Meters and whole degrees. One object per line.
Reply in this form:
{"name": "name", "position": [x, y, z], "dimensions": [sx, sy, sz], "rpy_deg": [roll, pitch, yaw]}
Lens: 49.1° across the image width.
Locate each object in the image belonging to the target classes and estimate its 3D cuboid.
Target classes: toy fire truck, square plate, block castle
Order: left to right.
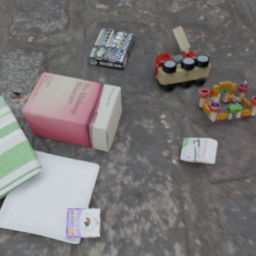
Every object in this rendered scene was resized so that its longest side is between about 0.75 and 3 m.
{"name": "square plate", "position": [-2.385, 2.063, 8.676], "dimensions": [2.501, 0.356, 2.477], "rpy_deg": [12, 60, 2]}
{"name": "toy fire truck", "position": [2.005, -2.883, 11.398], "dimensions": [2.039, 1.491, 2.317], "rpy_deg": [-11, 46, -7]}
{"name": "block castle", "position": [3.655, -1.035, 10.151], "dimensions": [1.934, 0.907, 1.293], "rpy_deg": [-8, 40, -8]}

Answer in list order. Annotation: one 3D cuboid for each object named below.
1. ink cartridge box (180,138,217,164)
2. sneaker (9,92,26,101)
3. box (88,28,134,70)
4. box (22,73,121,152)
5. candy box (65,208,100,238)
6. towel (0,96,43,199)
{"name": "ink cartridge box", "position": [2.281, 0.731, 9.080], "dimensions": [0.438, 1.040, 0.759], "rpy_deg": [18, 77, -36]}
{"name": "sneaker", "position": [-3.675, -1.089, 9.185], "dimensions": [0.770, 0.315, 0.297], "rpy_deg": [6, 58, 34]}
{"name": "box", "position": [-0.703, -3.456, 12.177], "dimensions": [1.566, 0.477, 1.943], "rpy_deg": [12, 59, 6]}
{"name": "box", "position": [-1.804, -0.555, 9.705], "dimensions": [2.848, 1.552, 1.821], "rpy_deg": [11, 59, 7]}
{"name": "candy box", "position": [-1.292, 2.720, 8.014], "dimensions": [0.945, 0.338, 0.793], "rpy_deg": [4, 67, -12]}
{"name": "towel", "position": [-4.279, 0.716, 8.713], "dimensions": [2.275, 0.349, 2.982], "rpy_deg": [-33, 73, -11]}
